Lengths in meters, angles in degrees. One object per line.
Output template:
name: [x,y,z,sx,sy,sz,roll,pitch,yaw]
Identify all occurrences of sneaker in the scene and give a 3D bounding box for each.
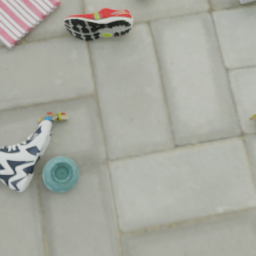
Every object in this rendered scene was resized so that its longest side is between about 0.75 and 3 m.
sneaker: [-3.717,0.688,9.361,1.640,1.006,2.520,25,91,-4]
sneaker: [-1.085,-3.921,10.377,2.521,0.971,1.070,0,58,1]

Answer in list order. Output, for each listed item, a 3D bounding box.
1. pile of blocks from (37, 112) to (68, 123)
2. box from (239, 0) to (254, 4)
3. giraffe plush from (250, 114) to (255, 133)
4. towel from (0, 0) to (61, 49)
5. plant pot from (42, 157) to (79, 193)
pile of blocks: [-2.660,-0.411,9.848,1.129,0.463,0.351,-5,80,-1]
box: [4.773,-5.849,10.176,1.454,1.697,1.688,-18,81,-6]
giraffe plush: [4.833,-0.280,9.617,0.917,0.862,1.063,-27,81,-5]
towel: [-4.168,-4.505,10.642,2.713,0.406,1.985,-44,83,-5]
plant pot: [-2.185,1.505,9.179,1.227,0.822,1.227,4,76,-16]
